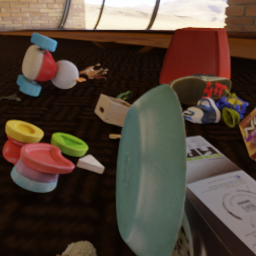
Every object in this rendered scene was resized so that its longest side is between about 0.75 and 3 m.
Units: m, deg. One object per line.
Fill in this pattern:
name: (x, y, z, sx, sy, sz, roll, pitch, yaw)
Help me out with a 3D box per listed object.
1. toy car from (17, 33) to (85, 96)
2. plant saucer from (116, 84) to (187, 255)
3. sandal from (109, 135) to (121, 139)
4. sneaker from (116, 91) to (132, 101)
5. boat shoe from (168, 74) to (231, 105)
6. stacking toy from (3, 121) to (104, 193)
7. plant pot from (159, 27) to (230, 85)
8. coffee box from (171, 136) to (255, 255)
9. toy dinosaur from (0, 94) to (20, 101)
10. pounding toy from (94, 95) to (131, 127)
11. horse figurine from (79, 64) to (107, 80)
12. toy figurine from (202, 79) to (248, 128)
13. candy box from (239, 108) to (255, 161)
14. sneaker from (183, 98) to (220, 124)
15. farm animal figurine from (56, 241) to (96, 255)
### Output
toy car: (-3.202, -2.504, 12.397, 2.604, 2.400, 2.303, 17, 12, -32)
plant saucer: (0.171, 0.629, 4.090, 0.462, 2.572, 2.572, 4, 23, -9)
sandal: (-0.099, 0.169, 7.919, 0.900, 0.296, 0.330, 4, 7, 16)
sneaker: (-0.142, -1.323, 11.383, 0.355, 0.325, 0.832, 20, 31, 33)
boat shoe: (2.684, -1.582, 10.976, 2.964, 1.059, 0.974, -8, 25, -27)
stacking toy: (-1.832, 0.793, 6.502, 1.987, 0.927, 2.195, 16, 14, -37)
plant pot: (3.419, -3.554, 13.717, 2.907, 2.564, 2.910, 12, 27, 26)
coffee box: (1.143, 1.349, 3.858, 1.044, 1.478, 2.615, -7, 24, -15)
toy dinosaur: (-4.775, -1.236, 11.377, 0.911, 0.216, 0.401, 0, 30, 9)
pounding toy: (-0.232, -0.478, 9.048, 1.560, 0.714, 1.370, 15, 13, -30)
horse figurine: (-1.812, -2.925, 14.831, 1.209, 0.455, 1.824, -22, 35, -18)
toy figurine: (3.582, -0.867, 9.469, 1.319, 1.161, 2.202, 0, 24, -13)
candy box: (3.403, 0.069, 6.999, 0.480, 0.991, 1.699, 36, 29, -6)
sneaker: (2.329, -0.625, 9.452, 1.088, 0.598, 1.486, 1, 29, -8)
farm animal figurine: (-0.597, 2.031, 3.051, 1.682, 0.877, 1.664, 19, 30, 37)
